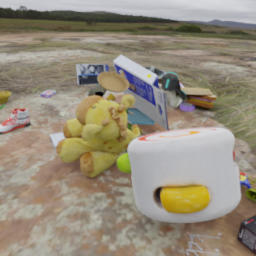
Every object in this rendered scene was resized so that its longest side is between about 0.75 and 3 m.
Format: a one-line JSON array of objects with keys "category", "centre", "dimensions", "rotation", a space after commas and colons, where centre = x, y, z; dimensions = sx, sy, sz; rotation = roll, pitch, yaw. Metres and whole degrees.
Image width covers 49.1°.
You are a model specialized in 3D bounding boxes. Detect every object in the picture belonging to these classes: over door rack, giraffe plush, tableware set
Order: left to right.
[{"category": "giraffe plush", "centre": [-0.846, 0.036, 8.749], "dimensions": [2.961, 2.401, 2.555], "rotation": [13, 60, 8]}, {"category": "tableware set", "centre": [-0.095, -0.452, 10.750], "dimensions": [0.321, 2.091, 1.409], "rotation": [-43, 28, -9]}, {"category": "over door rack", "centre": [1.757, 2.725, 6.464], "dimensions": [0.751, 0.250, 0.555], "rotation": [-12, 18, 26]}]

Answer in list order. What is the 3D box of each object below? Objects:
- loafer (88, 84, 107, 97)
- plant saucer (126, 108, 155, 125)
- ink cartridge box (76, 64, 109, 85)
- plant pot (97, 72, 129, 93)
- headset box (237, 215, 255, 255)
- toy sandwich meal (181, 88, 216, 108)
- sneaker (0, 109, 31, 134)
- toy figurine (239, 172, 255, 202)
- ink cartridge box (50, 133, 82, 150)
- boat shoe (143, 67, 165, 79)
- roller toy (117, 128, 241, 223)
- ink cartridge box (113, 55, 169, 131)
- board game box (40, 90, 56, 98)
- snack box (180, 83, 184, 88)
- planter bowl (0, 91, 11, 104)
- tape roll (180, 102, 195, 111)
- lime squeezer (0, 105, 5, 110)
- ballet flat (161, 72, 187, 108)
[{"category": "loafer", "centre": [-1.430, -1.507, 12.623], "dimensions": [0.581, 1.546, 0.538], "rotation": [25, 56, -20]}, {"category": "plant saucer", "centre": [0.124, -0.553, 12.947], "dimensions": [2.229, 0.779, 0.211], "rotation": [1, 11, 0]}, {"category": "ink cartridge box", "centre": [-1.495, -2.465, 12.885], "dimensions": [1.835, 0.913, 0.360], "rotation": [-13, 12, -41]}, {"category": "plant pot", "centre": [-0.574, -1.722, 10.683], "dimensions": [1.243, 0.171, 1.243], "rotation": [11, 43, -10]}, {"category": "headset box", "centre": [3.496, 2.627, 6.358], "dimensions": [1.133, 0.572, 1.524], "rotation": [-14, 28, -27]}, {"category": "toy sandwich meal", "centre": [3.356, -1.641, 14.936], "dimensions": [2.598, 0.890, 2.598], "rotation": [2, 12, 0]}, {"category": "sneaker", "centre": [-5.158, -0.346, 12.330], "dimensions": [1.639, 0.878, 0.547], "rotation": [-19, 31, -35]}, {"category": "toy figurine", "centre": [3.471, 1.551, 8.504], "dimensions": [1.485, 0.783, 0.890], "rotation": [19, 26, 33]}, {"category": "ink cartridge box", "centre": [-2.468, 0.503, 11.284], "dimensions": [1.145, 0.248, 1.124], "rotation": [-9, 27, -23]}, {"category": "boat shoe", "centre": [0.965, -2.383, 11.830], "dimensions": [1.226, 0.419, 0.453], "rotation": [11, 57, 19]}, {"category": "roller toy", "centre": [1.437, 1.168, 7.185], "dimensions": [2.703, 2.070, 2.963], "rotation": [-10, 4, -29]}, {"category": "ink cartridge box", "centre": [0.729, -1.370, 11.390], "dimensions": [2.697, 2.666, 0.634], "rotation": [36, 71, 29]}, {"category": "board game box", "centre": [-4.766, -2.034, 16.750], "dimensions": [0.545, 0.181, 0.810], "rotation": [8, 26, 17]}, {"category": "snack box", "centre": [3.233, -2.384, 17.158], "dimensions": [0.157, 0.465, 1.293], "rotation": [-1, 25, -3]}, {"category": "planter bowl", "centre": [-7.064, -1.629, 15.535], "dimensions": [1.161, 0.484, 1.161], "rotation": [0, 24, 0]}, {"category": "tape roll", "centre": [3.104, -1.111, 14.708], "dimensions": [0.754, 0.248, 0.754], "rotation": [0, 25, 0]}, {"category": "lime squeezer", "centre": [-4.596, -0.601, 9.348], "dimensions": [0.276, 0.516, 1.463], "rotation": [1, -2, 5]}, {"category": "ballet flat", "centre": [1.633, -1.266, 10.485], "dimensions": [0.786, 0.790, 2.311], "rotation": [14, -11, 26]}]
